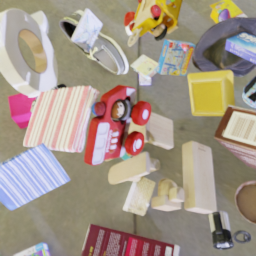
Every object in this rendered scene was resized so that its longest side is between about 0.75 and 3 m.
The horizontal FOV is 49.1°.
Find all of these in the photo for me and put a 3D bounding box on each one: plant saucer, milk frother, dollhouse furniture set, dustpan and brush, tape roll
[{"bbox_3d":[4.316,2.536,9.458,1.471,0.253,1.471,0,63,0],"label":"plant saucer"},{"bbox_3d":[2.673,2.667,7.446,0.921,0.831,0.866,-2,46,7],"label":"milk frother"},{"bbox_3d":[1.024,1.468,9.831,2.990,2.436,2.844,19,60,-30],"label":"dollhouse furniture set"},{"bbox_3d":[2.224,-0.879,7.683,1.266,1.266,0.307,3,22,37],"label":"plant saucer"},{"bbox_3d":[-4.124,-4.288,12.738,1.473,0.604,2.111,-29,60,-11],"label":"dustpan and brush"},{"bbox_3d":[-3.306,-2.421,9.207,0.516,2.825,2.825,-15,62,17],"label":"tape roll"}]

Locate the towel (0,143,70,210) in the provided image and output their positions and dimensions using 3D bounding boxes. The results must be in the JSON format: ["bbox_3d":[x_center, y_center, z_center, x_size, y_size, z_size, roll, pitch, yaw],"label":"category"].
[{"bbox_3d":[-2.443,1.205,6.678,1.707,1.236,0.204,-27,25,3],"label":"towel"}]

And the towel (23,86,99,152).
[{"bbox_3d":[-1.785,-0.217,7.187,2.252,0.337,1.648,1,70,39],"label":"towel"}]

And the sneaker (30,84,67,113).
[{"bbox_3d":[-2.503,-0.908,8.574,0.753,0.490,1.305,8,48,42],"label":"sneaker"}]

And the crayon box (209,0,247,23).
[{"bbox_3d":[4.744,-5.208,13.165,1.168,0.467,1.840,-25,67,-12],"label":"crayon box"}]

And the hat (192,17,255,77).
[{"bbox_3d":[3.305,-2.164,8.591,2.546,2.546,1.027,-11,61,-5],"label":"hat"}]

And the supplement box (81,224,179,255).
[{"bbox_3d":[0.002,3.989,8.397,2.776,0.845,1.510,13,65,5],"label":"supplement box"}]

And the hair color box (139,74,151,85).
[{"bbox_3d":[0.690,-2.235,11.804,0.479,0.284,0.876,-2,62,-2],"label":"hair color box"}]

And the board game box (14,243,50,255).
[{"bbox_3d":[-3.317,4.592,8.303,2.170,0.486,1.459,-22,66,-10],"label":"board game box"}]

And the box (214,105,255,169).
[{"bbox_3d":[3.595,0.482,7.488,1.379,2.754,1.032,20,81,45],"label":"box"}]

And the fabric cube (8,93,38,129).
[{"bbox_3d":[-3.842,-0.691,10.648,0.994,0.979,0.998,-17,66,-8],"label":"fabric cube"}]

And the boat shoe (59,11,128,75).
[{"bbox_3d":[-1.172,-2.746,9.352,0.855,1.023,2.861,-34,75,-34],"label":"boat shoe"}]

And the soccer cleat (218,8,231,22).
[{"bbox_3d":[3.385,-3.542,9.470,0.442,1.297,0.475,-39,63,13],"label":"soccer cleat"}]

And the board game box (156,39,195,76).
[{"bbox_3d":[1.506,-2.204,8.889,1.022,1.044,0.292,-3,32,-29],"label":"board game box"}]

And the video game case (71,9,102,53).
[{"bbox_3d":[-1.153,-2.730,7.939,0.104,0.860,0.943,28,93,23],"label":"video game case"}]

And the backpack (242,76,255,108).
[{"bbox_3d":[5.124,-1.304,10.985,1.351,0.909,1.233,-40,70,-18],"label":"backpack"}]

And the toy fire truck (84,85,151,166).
[{"bbox_3d":[-0.352,-0.088,7.066,1.106,1.656,1.973,18,103,30],"label":"toy fire truck"}]

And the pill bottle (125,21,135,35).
[{"bbox_3d":[0.433,-4.619,12.816,1.035,0.581,0.581,-25,66,-11],"label":"pill bottle"}]

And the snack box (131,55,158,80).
[{"bbox_3d":[0.641,-2.257,10.368,0.669,0.214,1.151,-41,43,-2],"label":"snack box"}]

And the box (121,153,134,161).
[{"bbox_3d":[0.028,1.055,10.071,1.001,0.412,0.246,38,112,17],"label":"box"}]

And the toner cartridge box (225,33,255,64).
[{"bbox_3d":[3.061,-1.873,6.734,0.628,0.285,1.322,-27,46,-18],"label":"toner cartridge box"}]

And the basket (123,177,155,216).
[{"bbox_3d":[0.374,2.259,9.308,0.725,0.797,1.176,21,65,6],"label":"basket"}]

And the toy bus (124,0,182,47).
[{"bbox_3d":[1.043,-3.732,9.292,1.353,2.619,2.472,28,20,-27],"label":"toy bus"}]
